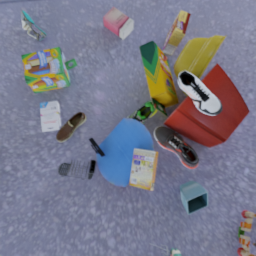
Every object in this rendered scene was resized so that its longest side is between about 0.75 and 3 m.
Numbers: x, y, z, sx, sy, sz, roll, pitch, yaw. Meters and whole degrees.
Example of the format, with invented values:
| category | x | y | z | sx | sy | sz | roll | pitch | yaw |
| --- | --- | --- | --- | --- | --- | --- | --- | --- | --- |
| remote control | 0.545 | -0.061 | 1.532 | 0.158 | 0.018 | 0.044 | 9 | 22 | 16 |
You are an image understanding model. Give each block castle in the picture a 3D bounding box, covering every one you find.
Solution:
| category | x | y | z | sx | sy | sz | roll | pitch | yaw |
| --- | --- | --- | --- | --- | --- | --- | --- | --- | --- |
| block castle | 4.520 | 3.840 | 9.970 | 1.087 | 0.763 | 1.626 | 13 | 76 | 0 |

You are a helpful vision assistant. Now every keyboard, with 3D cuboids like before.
| category | x | y | z | sx | sy | sz | roll | pitch | yaw |
| --- | --- | --- | --- | --- | --- | --- | --- | --- | --- |
| keyboard | -1.226 | 0.761 | 10.764 | 0.090 | 0.553 | 0.870 | -40 | 100 | -34 |

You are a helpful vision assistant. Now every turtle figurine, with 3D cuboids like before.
| category | x | y | z | sx | sy | sz | roll | pitch | yaw |
| --- | --- | --- | --- | --- | --- | --- | --- | --- | --- |
| turtle figurine | 1.523 | 5.287 | 9.291 | 2.762 | 1.391 | 2.068 | 36 | 77 | 4 |

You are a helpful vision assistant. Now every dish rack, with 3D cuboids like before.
| category | x | y | z | sx | sy | sz | roll | pitch | yaw |
| --- | --- | --- | --- | --- | --- | --- | --- | --- | --- |
| dish rack | -1.916 | 1.513 | 10.492 | 1.340 | 1.027 | 0.365 | 9 | 110 | -5 |

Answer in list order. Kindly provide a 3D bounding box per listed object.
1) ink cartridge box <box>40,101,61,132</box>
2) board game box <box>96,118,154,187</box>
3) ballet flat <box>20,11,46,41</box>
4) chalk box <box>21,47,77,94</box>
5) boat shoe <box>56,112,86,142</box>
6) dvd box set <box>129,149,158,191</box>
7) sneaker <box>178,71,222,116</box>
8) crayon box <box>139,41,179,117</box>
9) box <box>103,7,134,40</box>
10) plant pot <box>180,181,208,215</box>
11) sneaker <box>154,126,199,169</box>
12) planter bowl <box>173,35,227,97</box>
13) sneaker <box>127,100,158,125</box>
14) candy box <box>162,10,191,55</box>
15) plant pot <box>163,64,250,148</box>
| category | x | y | z | sx | sy | sz | roll | pitch | yaw |
| --- | --- | --- | --- | --- | --- | --- | --- | --- | --- |
| ink cartridge box | -3.138 | -0.408 | 11.351 | 0.714 | 0.421 | 1.240 | -8 | 74 | -3 |
| board game box | -0.044 | 0.956 | 10.633 | 2.551 | 0.497 | 2.015 | -48 | 61 | 17 |
| ballet flat | -4.372 | -4.507 | 12.484 | 0.626 | 0.626 | 1.740 | -40 | 77 | -11 |
| chalk box | -3.109 | -2.376 | 11.489 | 2.023 | 1.263 | 1.254 | -12 | 74 | -2 |
| boat shoe | -2.335 | -0.086 | 11.186 | 0.564 | 0.565 | 1.528 | 39 | 77 | 10 |
| dvd box set | 0.532 | 1.421 | 9.693 | 0.975 | 0.196 | 1.332 | 3 | 84 | 42 |
| sneaker | 2.232 | -1.107 | 8.961 | 0.687 | 0.745 | 1.862 | -46 | 71 | 6 |
| crayon box | 1.286 | -1.882 | 11.104 | 0.671 | 1.678 | 2.643 | -18 | 74 | 22 |
| box | -0.426 | -4.649 | 12.464 | 1.182 | 0.644 | 0.756 | 37 | 77 | 10 |
| plant pot | 2.331 | 2.465 | 10.275 | 0.849 | 0.847 | 0.865 | -21 | 37 | -8 |
| sneaker | 1.942 | 0.633 | 10.806 | 2.181 | 0.893 | 0.840 | 41 | 78 | 11 |
| planter bowl | 2.522 | -2.561 | 10.767 | 1.135 | 2.726 | 2.726 | 32 | 76 | 7 |
| sneaker | 0.336 | -0.368 | 10.951 | 0.734 | 0.802 | 1.882 | 45 | 106 | 8 |
| candy box | 1.991 | -3.909 | 11.672 | 0.489 | 1.730 | 1.009 | 19 | 75 | -7 |
| plant pot | 3.022 | -0.564 | 10.528 | 2.042 | 2.315 | 2.317 | 41 | 78 | 4 |
